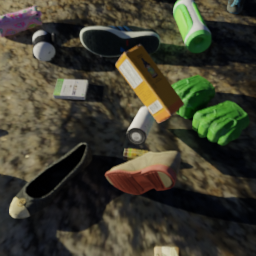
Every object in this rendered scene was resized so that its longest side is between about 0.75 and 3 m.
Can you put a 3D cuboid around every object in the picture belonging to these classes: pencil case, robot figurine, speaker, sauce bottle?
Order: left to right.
[{"bbox_3d":[-4.210,-4.104,10.803,1.767,0.773,0.773,-25,58,-16],"label":"pencil case"},{"bbox_3d":[-2.991,-2.933,9.986,0.768,0.925,1.231,1,52,-22],"label":"robot figurine"},{"bbox_3d":[0.388,-0.090,7.564,0.538,0.538,1.324,14,32,10],"label":"speaker"},{"bbox_3d":[0.399,0.771,7.596,1.045,0.338,0.338,5,55,2],"label":"sauce bottle"},{"bbox_3d":[2.364,-3.876,10.494,1.017,1.017,2.300,-6,55,-4],"label":"speaker"}]

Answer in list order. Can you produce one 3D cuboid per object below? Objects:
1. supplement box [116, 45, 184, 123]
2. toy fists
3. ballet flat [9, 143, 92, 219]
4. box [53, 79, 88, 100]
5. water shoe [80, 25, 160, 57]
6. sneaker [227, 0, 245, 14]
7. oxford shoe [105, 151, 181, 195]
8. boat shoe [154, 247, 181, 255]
[{"bbox_3d":[0.464,-0.942,6.057,0.542,0.560,1.628,-37,93,-33],"label":"supplement box"},{"bbox_3d":[2.185,-0.518,8.211,1.300,0.877,2.551,-23,56,-24],"label":"toy fists"},{"bbox_3d":[-1.927,1.229,7.028,0.831,0.710,2.500,35,62,22],"label":"ballet flat"},{"bbox_3d":[-1.862,-1.261,9.139,1.022,0.186,0.737,4,55,1],"label":"box"},{"bbox_3d":[-0.281,-3.197,10.181,2.846,1.018,1.123,5,36,-4],"label":"water shoe"},{"bbox_3d":[4.744,-5.828,11.947,0.806,0.902,2.202,10,55,8],"label":"sneaker"},{"bbox_3d":[0.342,1.017,6.550,2.180,0.768,0.815,-13,31,44],"label":"oxford shoe"},{"bbox_3d":[0.711,3.365,5.577,0.617,0.685,1.898,-1,54,14],"label":"boat shoe"}]
